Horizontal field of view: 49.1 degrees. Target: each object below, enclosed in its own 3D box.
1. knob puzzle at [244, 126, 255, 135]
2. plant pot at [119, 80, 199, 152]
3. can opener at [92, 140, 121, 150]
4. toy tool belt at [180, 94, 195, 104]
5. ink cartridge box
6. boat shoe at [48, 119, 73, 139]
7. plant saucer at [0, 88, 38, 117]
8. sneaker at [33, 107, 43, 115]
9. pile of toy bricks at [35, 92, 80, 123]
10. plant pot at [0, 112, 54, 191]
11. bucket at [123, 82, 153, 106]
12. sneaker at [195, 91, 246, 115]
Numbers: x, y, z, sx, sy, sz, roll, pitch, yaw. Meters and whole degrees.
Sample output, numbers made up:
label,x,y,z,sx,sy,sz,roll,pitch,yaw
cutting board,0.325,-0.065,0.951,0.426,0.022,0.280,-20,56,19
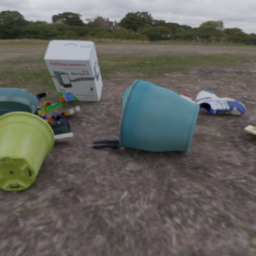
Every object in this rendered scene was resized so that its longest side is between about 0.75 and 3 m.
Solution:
label,x,y,z,sx,sy,sz,roll,pitch,yaw
knob puzzle,4.890,0.207,9.792,1.561,0.216,1.561,16,15,-5
plant pot,1.076,-0.221,8.922,2.115,2.251,2.251,14,24,12
can opener,-0.692,0.529,9.194,1.067,0.419,0.338,0,59,24
toy tool belt,2.342,-0.887,12.198,0.983,0.968,1.574,22,19,3
ink cartridge box,-2.614,-2.736,13.919,2.178,2.984,1.254,2,57,6
boat shoe,-3.069,0.043,9.582,2.283,0.757,0.853,-4,3,8
plant saucer,-4.011,-0.494,8.768,2.369,0.325,2.369,-16,-19,-6
sneaker,-4.407,-0.816,12.656,1.123,0.425,0.433,-1,25,-6
pile of toy bricks,-3.349,-0.779,11.705,2.376,1.318,1.173,-27,10,-42
plant pot,-2.895,0.703,7.333,1.727,1.727,1.588,-3,32,-7
bucket,0.659,-0.942,10.901,1.785,1.785,1.161,6,0,16
sneaker,4.086,-0.881,12.609,2.197,0.827,0.968,20,59,21
